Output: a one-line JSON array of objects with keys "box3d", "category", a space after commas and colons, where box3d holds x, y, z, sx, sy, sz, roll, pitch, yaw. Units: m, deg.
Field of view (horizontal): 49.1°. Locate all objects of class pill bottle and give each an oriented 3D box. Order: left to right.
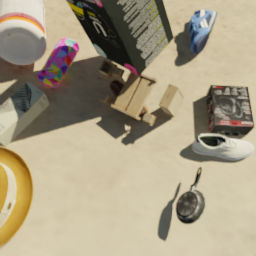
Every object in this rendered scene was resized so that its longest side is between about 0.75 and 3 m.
[{"box3d": [-3.391, -3.422, 8.869, 1.503, 1.503, 2.744, -11, 54, -5], "category": "pill bottle"}]

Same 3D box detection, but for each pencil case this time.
[{"box3d": [-2.147, -2.036, 8.683, 0.760, 0.760, 1.720, 17, 63, 8], "category": "pencil case"}]

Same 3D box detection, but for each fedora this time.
[{"box3d": [-3.711, 1.589, 6.636, 2.839, 1.158, 2.839, 0, 64, 0], "category": "fedora"}]

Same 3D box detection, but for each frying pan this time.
[{"box3d": [1.559, 1.577, 6.531, 0.226, 0.841, 1.391, 35, 83, -28], "category": "frying pan"}]

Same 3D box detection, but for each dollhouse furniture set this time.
[{"box3d": [0.210, -0.931, 8.109, 2.387, 1.057, 1.237, 26, 90, 21], "category": "dollhouse furniture set"}]

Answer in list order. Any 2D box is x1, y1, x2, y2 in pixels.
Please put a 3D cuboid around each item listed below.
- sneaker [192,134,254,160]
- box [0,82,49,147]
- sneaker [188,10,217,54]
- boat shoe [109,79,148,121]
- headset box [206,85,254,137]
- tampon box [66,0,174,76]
[{"box3d": [2.574, 0.496, 7.499, 1.652, 0.585, 0.603, 2, 63, 1], "category": "sneaker"}, {"box3d": [-3.160, -0.398, 7.927, 0.740, 0.616, 1.801, 33, 68, 14], "category": "box"}, {"box3d": [2.336, -3.222, 9.318, 0.825, 0.742, 2.006, 21, 57, 10], "category": "sneaker"}, {"box3d": [-0.085, -0.830, 8.202, 0.518, 0.519, 1.474, -38, 69, -21], "category": "boat shoe"}, {"box3d": [2.879, -0.453, 7.985, 1.104, 0.573, 1.483, 2, 64, 1], "category": "headset box"}, {"box3d": [-0.236, -2.907, 7.071, 1.554, 2.461, 1.845, -48, 54, -9], "category": "tampon box"}]
